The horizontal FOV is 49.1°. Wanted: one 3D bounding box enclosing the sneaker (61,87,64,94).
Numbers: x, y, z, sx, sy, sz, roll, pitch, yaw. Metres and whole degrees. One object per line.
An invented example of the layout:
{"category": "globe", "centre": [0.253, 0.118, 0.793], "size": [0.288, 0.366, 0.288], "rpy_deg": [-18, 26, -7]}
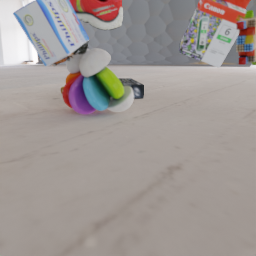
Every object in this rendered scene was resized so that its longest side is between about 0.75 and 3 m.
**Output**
{"category": "sneaker", "centre": [-2.553, -1.767, 12.990], "size": [1.270, 0.478, 0.560], "rpy_deg": [13, 20, 38]}

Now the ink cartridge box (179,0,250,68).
{"category": "ink cartridge box", "centre": [2.729, -3.308, 8.478], "size": [1.440, 2.643, 0.666], "rpy_deg": [19, 40, -4]}

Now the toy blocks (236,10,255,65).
{"category": "toy blocks", "centre": [3.014, -2.169, 7.041], "size": [0.696, 1.393, 0.953], "rpy_deg": [7, 28, 35]}

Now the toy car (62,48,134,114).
{"category": "toy car", "centre": [-1.212, -1.300, 9.118], "size": [1.858, 2.168, 2.478], "rpy_deg": [-46, 35, -15]}

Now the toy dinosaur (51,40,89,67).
{"category": "toy dinosaur", "centre": [-1.699, -2.319, 8.162], "size": [1.582, 0.808, 1.074], "rpy_deg": [-5, 29, 36]}

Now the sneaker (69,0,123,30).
{"category": "sneaker", "centre": [-1.217, -3.956, 8.687], "size": [2.695, 1.144, 1.038], "rpy_deg": [28, 40, 23]}

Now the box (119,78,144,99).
{"category": "box", "centre": [-0.688, -1.870, 13.058], "size": [2.288, 0.622, 2.857], "rpy_deg": [-3, 16, -11]}

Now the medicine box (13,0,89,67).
{"category": "medicine box", "centre": [-1.771, -2.411, 6.753], "size": [0.744, 1.316, 1.445], "rpy_deg": [-18, 25, 24]}
